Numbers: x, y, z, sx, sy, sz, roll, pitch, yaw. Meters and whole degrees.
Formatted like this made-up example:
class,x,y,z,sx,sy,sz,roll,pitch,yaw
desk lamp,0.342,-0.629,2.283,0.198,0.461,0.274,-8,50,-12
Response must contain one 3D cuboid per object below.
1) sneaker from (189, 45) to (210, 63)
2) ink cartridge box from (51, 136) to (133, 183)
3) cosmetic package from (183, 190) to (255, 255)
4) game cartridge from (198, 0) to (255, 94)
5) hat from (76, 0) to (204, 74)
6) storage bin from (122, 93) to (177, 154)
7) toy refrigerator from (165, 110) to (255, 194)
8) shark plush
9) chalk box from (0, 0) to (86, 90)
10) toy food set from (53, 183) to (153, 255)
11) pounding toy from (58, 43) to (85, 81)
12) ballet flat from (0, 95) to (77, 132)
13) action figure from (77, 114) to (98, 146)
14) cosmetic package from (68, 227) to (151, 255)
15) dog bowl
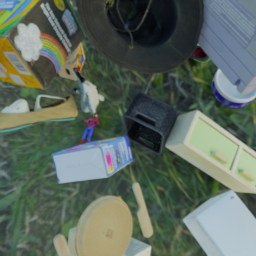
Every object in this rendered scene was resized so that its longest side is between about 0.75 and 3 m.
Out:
class,x,y,z,sx,sy,sz,roll,pitch,yaw
sneaker,2.110,-2.683,9.780,1.639,0.687,0.629,4,86,4
ink cartridge box,-0.592,0.566,5.508,1.045,1.531,0.585,-11,91,21
cosmetic package,2.542,2.792,7.108,1.175,1.912,1.906,-33,72,-12
game cartridge,2.336,-2.289,6.301,0.511,1.725,2.661,-9,56,-30
hat,0.219,-2.568,6.602,2.967,1.197,2.967,0,91,-17
storage bin,0.630,-0.083,8.205,1.246,1.842,0.864,27,71,14
toy refrigerator,2.517,0.721,7.799,2.764,0.967,1.049,33,70,-17
shark plush,-1.094,-0.826,6.782,0.562,1.349,0.613,10,63,24
chalk box,-2.249,-2.434,6.812,1.574,1.585,2.540,12,58,28
toy food set,-0.375,1.601,4.253,1.663,0.334,1.148,-24,105,-40
pounding toy,-1.866,-2.257,9.367,0.885,1.245,1.147,13,70,5
ballet flat,-2.364,-0.429,6.916,2.306,0.791,0.727,-13,109,-37
action figure,-1.242,0.013,8.894,0.389,0.590,1.191,18,68,6
cosmetic package,-0.423,2.544,5.823,1.594,0.839,0.567,10,94,36
dog bowl,3.628,-1.470,9.418,1.517,0.598,1.517,0,70,0
